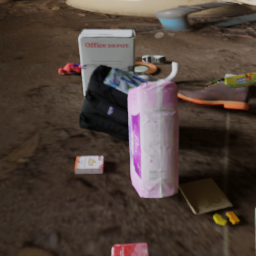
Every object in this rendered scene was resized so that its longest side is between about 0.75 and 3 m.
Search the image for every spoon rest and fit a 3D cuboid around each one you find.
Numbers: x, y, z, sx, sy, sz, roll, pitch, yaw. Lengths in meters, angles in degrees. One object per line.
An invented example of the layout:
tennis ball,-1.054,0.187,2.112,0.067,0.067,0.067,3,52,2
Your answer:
spoon rest,1.084,-2.177,12.291,2.357,0.714,1.171,-19,23,-5

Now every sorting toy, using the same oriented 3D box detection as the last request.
sorting toy,1.929,1.803,6.738,1.071,0.192,1.437,-5,33,-16

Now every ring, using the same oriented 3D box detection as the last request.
ring,0.595,-2.899,13.794,1.588,0.152,1.588,-1,33,0

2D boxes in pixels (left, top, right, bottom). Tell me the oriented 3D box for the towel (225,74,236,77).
towel,4.901,-2.162,12.663,1.077,0.186,0.713,15,38,20

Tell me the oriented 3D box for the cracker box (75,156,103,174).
cracker box,-1.081,1.036,7.838,0.761,0.219,0.510,-1,34,-2

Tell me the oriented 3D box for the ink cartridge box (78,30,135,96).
ink cartridge box,-0.716,-2.245,10.520,1.942,2.674,1.115,1,34,1

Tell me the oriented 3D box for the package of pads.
package of pads,0.568,0.224,6.655,0.974,2.575,1.551,-2,3,-8

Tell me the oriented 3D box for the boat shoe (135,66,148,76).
boat shoe,0.434,-2.417,11.988,0.943,0.293,0.352,-1,46,31

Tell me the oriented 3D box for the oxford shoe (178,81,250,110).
oxford shoe,3.100,-1.255,10.307,2.580,0.936,0.918,9,5,13

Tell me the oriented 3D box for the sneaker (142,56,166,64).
sneaker,1.324,-3.560,14.585,1.216,0.457,0.493,1,23,-5

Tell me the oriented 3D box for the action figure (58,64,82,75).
action figure,-2.013,-2.858,13.309,2.600,0.672,0.850,-7,29,-2

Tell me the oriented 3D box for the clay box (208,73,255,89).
clay box,4.295,-1.844,11.471,1.931,0.459,1.109,-11,0,-13

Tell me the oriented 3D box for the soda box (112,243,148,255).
soda box,0.095,2.941,4.611,0.685,0.621,1.957,-1,34,-5

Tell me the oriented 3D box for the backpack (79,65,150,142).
backpack,0.178,-0.544,8.437,2.710,2.211,2.084,27,40,9
